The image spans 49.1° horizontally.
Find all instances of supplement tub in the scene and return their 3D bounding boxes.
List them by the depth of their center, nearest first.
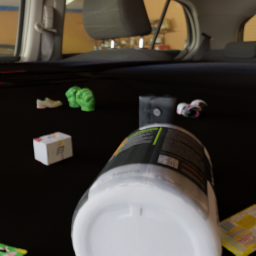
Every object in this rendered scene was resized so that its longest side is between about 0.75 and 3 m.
[{"bbox_3d":[0.441,0.954,4.308,1.732,1.732,2.827,4,17,13],"label":"supplement tub"}]

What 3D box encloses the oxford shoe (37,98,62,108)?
[{"bbox_3d":[-3.796,-1.218,13.527,1.177,0.435,0.417,-9,19,-27],"label":"oxford shoe"}]

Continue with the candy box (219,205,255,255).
[{"bbox_3d":[2.006,1.666,4.637,1.276,0.168,0.652,-11,23,-31],"label":"candy box"}]

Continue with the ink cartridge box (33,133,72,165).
[{"bbox_3d":[-2.014,0.542,7.562,0.596,0.593,0.820,15,22,39],"label":"ink cartridge box"}]

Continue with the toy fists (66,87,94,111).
[{"bbox_3d":[-2.277,-1.408,13.238,0.652,0.966,1.896,-14,22,-40],"label":"toy fists"}]

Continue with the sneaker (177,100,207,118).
[{"bbox_3d":[2.821,-0.698,11.855,1.578,0.634,0.681,-15,39,-30],"label":"sneaker"}]

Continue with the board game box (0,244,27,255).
[{"bbox_3d":[-2.244,1.893,3.085,0.989,0.310,2.069,-10,6,40],"label":"board game box"}]

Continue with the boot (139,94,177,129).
[{"bbox_3d":[0.970,0.167,6.544,1.514,1.836,0.603,6,8,18],"label":"boot"}]
